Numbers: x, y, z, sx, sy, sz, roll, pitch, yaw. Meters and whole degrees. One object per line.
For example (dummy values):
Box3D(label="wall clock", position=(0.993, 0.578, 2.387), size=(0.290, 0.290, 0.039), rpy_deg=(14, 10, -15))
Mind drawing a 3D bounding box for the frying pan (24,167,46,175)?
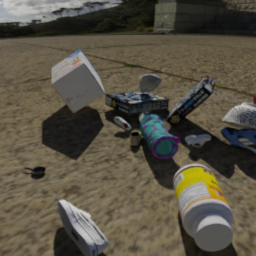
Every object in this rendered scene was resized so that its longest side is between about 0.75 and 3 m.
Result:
Box3D(label="frying pan", position=(-3.132, 1.451, 9.335), size=(0.769, 0.125, 0.465), rpy_deg=(-5, 24, -6))

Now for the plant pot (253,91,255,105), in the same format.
Box3D(label="plant pot", position=(7.257, -1.380, 13.490), size=(2.118, 2.118, 1.895), rpy_deg=(-8, 11, -18))

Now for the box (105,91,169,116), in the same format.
Box3D(label="box", position=(0.460, -1.374, 14.657), size=(2.675, 0.615, 2.126), rpy_deg=(-12, 26, -37))

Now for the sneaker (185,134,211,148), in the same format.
Box3D(label="sneaker", position=(2.775, 0.545, 11.005), size=(1.273, 0.451, 0.465), rpy_deg=(-4, -21, -30))

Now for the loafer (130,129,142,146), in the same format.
Box3D(label="loafer", position=(0.326, 0.310, 11.488), size=(0.452, 0.408, 1.195), rpy_deg=(2, 25, 5))

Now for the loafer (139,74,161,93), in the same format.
Box3D(label="loafer", position=(1.084, -2.231, 14.161), size=(0.953, 0.955, 2.732), rpy_deg=(0, 7, -3))

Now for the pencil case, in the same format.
Box3D(label="pencil case", position=(1.156, 0.250, 10.863), size=(1.101, 1.014, 2.383), rpy_deg=(-30, 26, 5))

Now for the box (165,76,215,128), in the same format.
Box3D(label="box", position=(2.848, -1.206, 12.786), size=(0.540, 2.347, 1.865), rpy_deg=(44, 31, -2))

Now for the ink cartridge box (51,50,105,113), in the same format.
Box3D(label="ink cartridge box", position=(-2.680, -2.505, 14.715), size=(1.973, 1.939, 2.680), rpy_deg=(-32, 32, 4))

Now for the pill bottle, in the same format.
Box3D(label="pill bottle", position=(1.847, 1.926, 7.004), size=(1.175, 1.175, 2.150), rpy_deg=(0, 25, 0))

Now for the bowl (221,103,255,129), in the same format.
Box3D(label="bowl", position=(4.807, -0.410, 10.996), size=(2.028, 0.952, 2.028), rpy_deg=(18, 2, -1))

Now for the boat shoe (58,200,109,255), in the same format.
Box3D(label="boat shoe", position=(-1.125, 2.373, 6.810), size=(0.592, 0.666, 1.812), rpy_deg=(-13, 38, -36))

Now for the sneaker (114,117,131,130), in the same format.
Box3D(label="sneaker", position=(-0.256, -0.215, 12.333), size=(0.843, 0.323, 0.341), rpy_deg=(33, -1, 9))

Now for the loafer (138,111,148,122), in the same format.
Box3D(label="loafer", position=(0.808, -0.412, 12.830), size=(0.518, 0.519, 1.484), rpy_deg=(-39, 23, 11))

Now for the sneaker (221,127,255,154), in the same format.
Box3D(label="sneaker", position=(4.672, 0.333, 10.661), size=(0.854, 0.950, 2.311), rpy_deg=(-18, 33, -42))
